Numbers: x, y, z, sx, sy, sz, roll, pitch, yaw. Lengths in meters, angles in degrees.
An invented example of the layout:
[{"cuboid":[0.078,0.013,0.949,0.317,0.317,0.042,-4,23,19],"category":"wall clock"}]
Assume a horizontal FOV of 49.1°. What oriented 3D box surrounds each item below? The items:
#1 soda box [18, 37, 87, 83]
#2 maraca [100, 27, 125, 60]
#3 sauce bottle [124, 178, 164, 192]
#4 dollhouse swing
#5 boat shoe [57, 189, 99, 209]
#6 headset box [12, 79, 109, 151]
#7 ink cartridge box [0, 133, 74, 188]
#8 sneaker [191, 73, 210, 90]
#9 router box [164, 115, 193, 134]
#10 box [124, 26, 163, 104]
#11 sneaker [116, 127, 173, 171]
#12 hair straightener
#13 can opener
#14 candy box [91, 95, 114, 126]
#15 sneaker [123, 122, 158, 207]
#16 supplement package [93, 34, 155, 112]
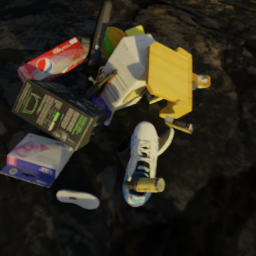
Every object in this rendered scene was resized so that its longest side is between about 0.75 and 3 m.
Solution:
[{"cuboid":[-2.766,-2.323,10.317,2.453,0.859,0.778,-35,93,-20],"category":"soda box"},{"cuboid":[-0.667,-3.762,13.032,1.390,1.781,2.598,-26,28,20],"category":"maraca"},{"cuboid":[0.376,1.419,6.972,1.071,0.346,0.346,-9,32,38],"category":"sauce bottle"},{"cuboid":[1.148,-1.595,9.770,1.868,1.931,2.125,9,73,-19],"category":"dollhouse swing"},{"cuboid":[-1.456,2.046,8.277,1.281,0.439,0.363,12,8,5],"category":"boat shoe"},{"cuboid":[-2.048,-0.480,9.446,2.572,1.193,2.239,30,11,4],"category":"headset box"},{"cuboid":[-2.995,1.004,9.362,1.773,0.391,1.806,14,37,9],"category":"ink cartridge box"},{"cuboid":[2.502,-1.827,11.186,1.686,0.635,0.743,-1,5,-38],"category":"sneaker"},{"cuboid":[1.595,-0.097,8.816,0.813,0.639,0.212,21,84,23],"category":"router box"},{"cuboid":[0.720,-2.571,11.595,0.747,1.122,2.982,-21,86,-6],"category":"box"},{"cuboid":[0.511,0.481,9.082,2.074,1.029,0.733,-40,30,-2],"category":"sneaker"},{"cuboid":[-1.025,-1.635,10.038,0.758,1.970,0.403,9,65,-33],"category":"hair straightener"},{"cuboid":[-1.186,-3.628,10.918,1.040,2.645,0.838,8,35,-31],"category":"can opener"},{"cuboid":[-1.076,-0.741,11.328,0.972,0.443,1.149,16,58,4],"category":"candy box"},{"cuboid":[0.427,0.944,7.836,0.888,0.896,2.471,13,68,-9],"category":"sneaker"},{"cuboid":[0.068,-1.996,10.472,1.471,2.586,1.416,-24,75,-40],"category":"supplement package"}]
